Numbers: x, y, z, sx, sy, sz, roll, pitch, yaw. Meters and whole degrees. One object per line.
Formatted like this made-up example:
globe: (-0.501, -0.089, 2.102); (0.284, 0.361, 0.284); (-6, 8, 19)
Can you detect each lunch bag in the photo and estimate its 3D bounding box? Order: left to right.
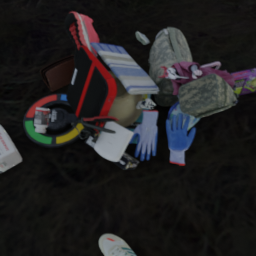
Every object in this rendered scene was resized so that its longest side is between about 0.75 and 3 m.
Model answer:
lunch bag: (2.008, -2.751, 12.592); (1.993, 2.399, 2.861); (-4, 55, -3)
lunch bag: (2.434, -0.644, 11.681); (0.779, 1.519, 1.889); (36, 63, 28)
lunch bag: (2.900, -1.053, 10.142); (1.430, 1.704, 1.188); (14, 64, -42)

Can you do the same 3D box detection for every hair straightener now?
hair straightener: (-1.257, 0.060, 9.487); (2.348, 0.481, 0.904); (3, 79, 45)

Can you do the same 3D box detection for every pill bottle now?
pill bottle: (-3.293, -0.287, 10.657); (0.514, 0.514, 0.928); (8, 92, 5)

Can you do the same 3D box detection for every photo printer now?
photo printer: (-0.535, 0.482, 9.650); (1.030, 0.430, 1.239); (29, 92, 17)

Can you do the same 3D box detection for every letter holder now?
letter holder: (-3.136, -2.818, 13.302); (1.879, 1.335, 0.945); (-31, 61, -19)

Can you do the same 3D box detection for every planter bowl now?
planter bowl: (-0.498, -1.309, 11.097); (2.270, 1.528, 2.270); (1, 66, -1)

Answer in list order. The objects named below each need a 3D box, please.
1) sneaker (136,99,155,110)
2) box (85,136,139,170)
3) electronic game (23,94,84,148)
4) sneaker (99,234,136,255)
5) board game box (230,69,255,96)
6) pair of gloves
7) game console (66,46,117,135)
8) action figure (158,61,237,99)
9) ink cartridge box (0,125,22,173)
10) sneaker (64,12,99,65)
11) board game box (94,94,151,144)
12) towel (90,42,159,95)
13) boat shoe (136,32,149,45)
sneaker: (0.699, -0.822, 10.553); (0.514, 0.790, 0.315); (27, 56, -31)
box: (-0.579, 0.931, 10.629); (1.824, 1.470, 0.448); (32, 93, 18)
electronic game: (-3.077, -0.373, 12.084); (2.809, 0.585, 2.809); (0, 56, 0)
sneaker: (-0.072, 4.109, 8.747); (0.779, 1.035, 2.213); (-38, 64, -22)
board game box: (5.579, -2.114, 12.835); (2.203, 1.322, 0.356); (-12, 56, -9)
pair of gloves: (1.272, 0.346, 10.531); (2.475, 0.282, 1.990); (8, 87, -5)
game console: (-1.461, -1.310, 10.549); (0.422, 2.719, 2.404); (-12, 54, -37)
action figure: (2.535, -2.038, 10.569); (2.967, 1.988, 2.210); (12, 57, -16)
ink cartridge box: (-5.545, 1.094, 10.886); (2.179, 0.902, 1.596); (-31, 61, -20)
sneaker: (-1.635, -3.461, 11.934); (1.291, 1.097, 2.977); (-17, 93, -44)
board game box: (-0.201, -0.807, 12.317); (2.236, 0.695, 2.962); (6, 56, 4)
towel: (-0.109, -2.256, 10.715); (1.952, 0.316, 2.658); (-11, 57, -53)
boat shoe: (0.795, -4.924, 15.379); (0.364, 0.356, 1.021); (-21, 61, -28)
